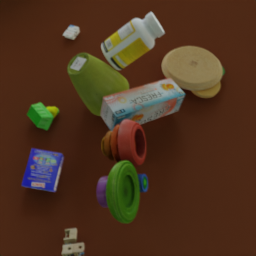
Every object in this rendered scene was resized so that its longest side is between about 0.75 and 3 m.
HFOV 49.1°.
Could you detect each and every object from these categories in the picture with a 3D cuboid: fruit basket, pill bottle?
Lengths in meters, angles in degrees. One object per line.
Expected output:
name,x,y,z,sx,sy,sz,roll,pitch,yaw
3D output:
fruit basket,-3.102,-0.467,10.472,1.046,0.755,1.046,29,21,-12
pill bottle,0.174,-3.086,9.955,2.118,1.186,1.186,-31,55,19

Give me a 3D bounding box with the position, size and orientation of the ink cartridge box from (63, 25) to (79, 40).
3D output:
ink cartridge box,-2.714,-4.491,13.319,0.470,0.275,0.811,18,58,12

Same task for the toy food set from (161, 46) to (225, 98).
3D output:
toy food set,2.706,-2.470,11.736,2.603,0.633,2.576,16,57,11

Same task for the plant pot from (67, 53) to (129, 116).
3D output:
plant pot,-1.229,-1.686,10.016,1.837,1.963,1.837,-14,58,24

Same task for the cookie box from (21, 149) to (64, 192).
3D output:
cookie box,-2.743,1.380,9.058,1.040,0.457,1.216,10,72,1

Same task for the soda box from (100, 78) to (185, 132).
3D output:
soda box,0.538,-0.822,9.917,2.928,0.931,1.001,-20,57,-26

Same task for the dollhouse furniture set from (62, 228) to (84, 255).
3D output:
dollhouse furniture set,-1.490,3.379,7.920,0.595,0.599,0.850,-5,27,-4

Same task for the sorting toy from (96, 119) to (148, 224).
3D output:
sorting toy,-0.307,1.164,7.562,1.208,1.769,2.944,-7,44,23
